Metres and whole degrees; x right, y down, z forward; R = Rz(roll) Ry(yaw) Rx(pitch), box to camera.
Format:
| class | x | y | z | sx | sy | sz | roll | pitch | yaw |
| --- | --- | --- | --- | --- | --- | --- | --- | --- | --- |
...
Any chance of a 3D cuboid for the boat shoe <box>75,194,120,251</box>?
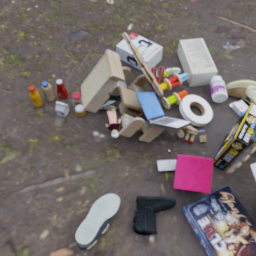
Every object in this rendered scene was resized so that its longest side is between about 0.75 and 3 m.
| class | x | y | z | sx | sy | sz | roll | pitch | yaw |
| --- | --- | --- | --- | --- | --- | --- | --- | --- | --- |
| boat shoe | -0.971 | 2.965 | 8.972 | 0.769 | 0.614 | 2.035 | 28 | 44 | 23 |

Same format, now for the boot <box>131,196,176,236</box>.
| class | x | y | z | sx | sy | sz | roll | pitch | yaw |
| --- | --- | --- | --- | --- | --- | --- | --- | --- | --- |
| boot | 0.838 | 2.882 | 9.176 | 1.468 | 0.543 | 1.203 | 1 | 54 | 7 |

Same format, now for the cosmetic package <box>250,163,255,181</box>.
| class | x | y | z | sx | sy | sz | roll | pitch | yaw |
| --- | --- | --- | --- | --- | --- | --- | --- | --- | --- |
| cosmetic package | 4.916 | 2.024 | 8.240 | 1.674 | 2.013 | 1.684 | -24 | 25 | 19 |

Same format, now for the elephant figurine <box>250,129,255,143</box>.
| class | x | y | z | sx | sy | sz | roll | pitch | yaw |
| --- | --- | --- | --- | --- | --- | --- | --- | --- | --- |
| elephant figurine | 5.458 | -0.147 | 10.292 | 1.503 | 1.938 | 1.371 | 9 | 30 | -37 |

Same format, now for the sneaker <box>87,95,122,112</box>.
| class | x | y | z | sx | sy | sz | roll | pitch | yaw |
| --- | --- | --- | --- | --- | --- | --- | --- | --- | --- |
| sneaker | -0.963 | -1.175 | 11.767 | 1.858 | 0.841 | 0.617 | -9 | 57 | -6 |

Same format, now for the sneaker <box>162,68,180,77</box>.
| class | x | y | z | sx | sy | sz | roll | pitch | yaw |
| --- | --- | --- | --- | --- | --- | --- | --- | --- | --- |
| sneaker | 1.933 | -2.563 | 12.526 | 0.882 | 0.334 | 0.463 | -8 | 38 | 32 |

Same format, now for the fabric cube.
| class | x | y | z | sx | sy | sz | roll | pitch | yaw |
| --- | --- | --- | --- | --- | --- | --- | --- | --- | --- |
| fabric cube | 2.170 | 1.533 | 9.487 | 1.146 | 1.128 | 1.150 | 7 | 86 | 8 |

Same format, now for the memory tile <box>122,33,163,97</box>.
| class | x | y | z | sx | sy | sz | roll | pitch | yaw |
| --- | --- | --- | --- | --- | --- | --- | --- | --- | --- |
| memory tile | 0.610 | -2.554 | 11.273 | 0.218 | 1.987 | 2.593 | -31 | 61 | 12 |

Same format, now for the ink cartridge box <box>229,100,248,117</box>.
| class | x | y | z | sx | sy | sz | roll | pitch | yaw |
| --- | --- | --- | --- | --- | --- | --- | --- | --- | --- |
| ink cartridge box | 4.756 | -0.851 | 11.872 | 0.478 | 0.282 | 0.830 | -23 | 59 | -20 |

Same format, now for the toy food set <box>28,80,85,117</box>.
| class | x | y | z | sx | sy | sz | roll | pitch | yaw |
| --- | --- | --- | --- | --- | --- | --- | --- | --- | --- |
| toy food set | -2.871 | -1.296 | 11.715 | 2.352 | 1.058 | 1.123 | 16 | 57 | 11 |

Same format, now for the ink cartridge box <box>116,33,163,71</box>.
| class | x | y | z | sx | sy | sz | roll | pitch | yaw |
| --- | --- | --- | --- | --- | --- | --- | --- | --- | --- |
| ink cartridge box | 0.552 | -3.637 | 13.500 | 1.835 | 0.760 | 1.338 | 32 | 61 | 20 |

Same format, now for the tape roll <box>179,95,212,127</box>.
| class | x | y | z | sx | sy | sz | roll | pitch | yaw |
| --- | --- | --- | --- | --- | --- | --- | --- | --- | --- |
| tape roll | 2.803 | -0.717 | 11.558 | 1.426 | 0.261 | 1.426 | 10 | 57 | -16 |

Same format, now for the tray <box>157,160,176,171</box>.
| class | x | y | z | sx | sy | sz | roll | pitch | yaw |
| --- | --- | --- | --- | --- | --- | --- | --- | --- | --- |
| tray | 1.531 | 1.357 | 10.352 | 0.884 | 0.098 | 0.474 | -4 | 45 | 0 |

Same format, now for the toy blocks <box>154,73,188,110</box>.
| class | x | y | z | sx | sy | sz | roll | pitch | yaw |
| --- | --- | --- | --- | --- | --- | --- | --- | --- | --- |
| toy blocks | 2.069 | -1.651 | 12.013 | 1.559 | 0.566 | 1.300 | -27 | 74 | -10 |

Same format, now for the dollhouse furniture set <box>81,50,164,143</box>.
| class | x | y | z | sx | sy | sz | roll | pitch | yaw |
| --- | --- | --- | --- | --- | --- | --- | --- | --- | --- |
| dollhouse furniture set | 0.028 | -1.313 | 10.452 | 2.953 | 1.922 | 2.713 | 15 | 47 | -34 |

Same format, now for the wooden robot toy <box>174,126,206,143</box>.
| class | x | y | z | sx | sy | sz | roll | pitch | yaw |
| --- | --- | --- | --- | --- | --- | --- | --- | --- | --- |
| wooden robot toy | 2.356 | 0.160 | 11.108 | 1.504 | 0.663 | 0.682 | 18 | 15 | -7 |

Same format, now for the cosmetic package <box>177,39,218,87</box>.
| class | x | y | z | sx | sy | sz | roll | pitch | yaw |
| --- | --- | --- | --- | --- | --- | --- | --- | --- | --- |
| cosmetic package | 3.175 | -3.079 | 13.076 | 1.222 | 0.825 | 2.322 | -5 | 56 | -4 |

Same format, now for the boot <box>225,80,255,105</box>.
| class | x | y | z | sx | sy | sz | roll | pitch | yaw |
| --- | --- | --- | --- | --- | --- | --- | --- | --- | --- |
| boot | 5.234 | -0.996 | 11.670 | 2.373 | 0.855 | 1.835 | 9 | 60 | 10 |

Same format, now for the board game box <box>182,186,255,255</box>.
| class | x | y | z | sx | sy | sz | roll | pitch | yaw |
| --- | --- | --- | --- | --- | --- | --- | --- | --- | --- |
| board game box | 3.177 | 3.386 | 8.864 | 1.807 | 0.462 | 2.668 | -22 | 58 | -14 |

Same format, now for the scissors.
| class | x | y | z | sx | sy | sz | roll | pitch | yaw |
| --- | --- | --- | --- | --- | --- | --- | --- | --- | --- |
| scissors | 1.209 | -1.667 | 12.473 | 0.893 | 0.170 | 2.441 | -10 | 68 | 41 |

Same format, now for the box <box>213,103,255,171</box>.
| class | x | y | z | sx | sy | sz | roll | pitch | yaw |
| --- | --- | --- | --- | --- | --- | --- | --- | --- | --- |
| box | 3.837 | 0.377 | 9.914 | 0.525 | 2.129 | 1.700 | 30 | 61 | 11 |

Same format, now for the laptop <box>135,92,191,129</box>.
| class | x | y | z | sx | sy | sz | roll | pitch | yaw |
| --- | --- | --- | --- | --- | --- | --- | --- | --- | --- |
| laptop | 1.335 | -0.692 | 10.285 | 1.737 | 1.007 | 1.626 | 13 | 15 | 27 |

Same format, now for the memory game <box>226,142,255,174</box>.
| class | x | y | z | sx | sy | sz | roll | pitch | yaw |
| --- | --- | --- | --- | --- | --- | --- | --- | --- | --- |
| memory game | 3.997 | 1.044 | 9.763 | 0.102 | 1.598 | 1.598 | 44 | 65 | 13 |

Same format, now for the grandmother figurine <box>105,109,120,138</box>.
| class | x | y | z | sx | sy | sz | roll | pitch | yaw |
| --- | --- | --- | --- | --- | --- | --- | --- | --- | --- |
| grandmother figurine | -0.559 | -0.135 | 10.213 | 0.630 | 0.315 | 1.039 | -22 | 74 | 35 |

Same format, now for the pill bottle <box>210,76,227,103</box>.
| class | x | y | z | sx | sy | sz | roll | pitch | yaw |
| --- | --- | --- | --- | --- | --- | --- | --- | --- | --- |
| pill bottle | 3.850 | -1.679 | 12.003 | 0.626 | 0.626 | 1.115 | 2 | 55 | 1 |
